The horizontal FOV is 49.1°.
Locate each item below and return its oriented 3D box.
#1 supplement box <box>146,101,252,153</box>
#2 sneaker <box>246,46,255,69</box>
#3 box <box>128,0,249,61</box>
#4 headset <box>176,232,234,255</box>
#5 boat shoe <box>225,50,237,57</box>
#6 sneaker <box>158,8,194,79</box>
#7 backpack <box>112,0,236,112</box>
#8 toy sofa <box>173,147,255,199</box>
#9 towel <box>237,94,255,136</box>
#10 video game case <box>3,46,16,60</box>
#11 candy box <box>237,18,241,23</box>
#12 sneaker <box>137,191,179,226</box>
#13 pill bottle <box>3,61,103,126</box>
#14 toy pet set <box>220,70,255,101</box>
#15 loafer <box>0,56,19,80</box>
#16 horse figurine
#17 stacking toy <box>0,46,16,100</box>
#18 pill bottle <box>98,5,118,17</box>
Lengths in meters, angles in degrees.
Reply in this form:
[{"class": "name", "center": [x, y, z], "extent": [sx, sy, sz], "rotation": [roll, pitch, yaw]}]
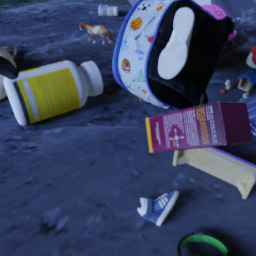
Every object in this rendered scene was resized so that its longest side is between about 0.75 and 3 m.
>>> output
[{"class": "supplement box", "center": [1.126, 0.024, 4.685], "extent": [0.832, 0.646, 1.507], "rotation": [-3, -6, -41]}, {"class": "sneaker", "center": [5.773, -2.835, 10.694], "extent": [2.413, 1.025, 0.929], "rotation": [-9, 43, -10]}, {"class": "box", "center": [1.376, -2.904, 6.929], "extent": [1.869, 2.829, 1.623], "rotation": [-31, 17, 21]}, {"class": "headset", "center": [1.440, 2.672, 4.997], "extent": [1.049, 0.798, 1.699], "rotation": [0, 27, -4]}, {"class": "boat shoe", "center": [3.480, -3.627, 11.739], "extent": [2.283, 0.821, 0.776], "rotation": [21, 47, 22]}, {"class": "sneaker", "center": [0.758, -1.231, 4.217], "extent": [0.385, 1.024, 0.453], "rotation": [22, 16, 9]}, {"class": "backpack", "center": [0.753, -1.418, 5.397], "extent": [1.791, 2.325, 2.214], "rotation": [18, 3, 34]}, {"class": "toy sofa", "center": [2.173, 0.753, 6.830], "extent": [1.988, 0.823, 0.970], "rotation": [25, 48, 25]}, {"class": "towel", "center": [4.144, -0.195, 8.163], "extent": [1.586, 0.261, 2.191], "rotation": [-22, 52, -24]}, {"class": "video game case", "center": [-5.510, -2.684, 11.043], "extent": [1.843, 0.330, 1.671], "rotation": [-5, 42, -5]}, {"class": "candy box", "center": [4.358, -4.549, 12.651], "extent": [1.165, 0.985, 0.449], "rotation": [30, 53, 28]}, {"class": "sneaker", "center": [0.626, 1.620, 6.180], "extent": [0.696, 0.383, 0.950], "rotation": [27, 53, 21]}, {"class": "pill bottle", "center": [-2.183, -1.158, 8.459], "extent": [2.667, 1.494, 1.494], "rotation": [-21, 46, -22]}, {"class": "toy pet set", "center": [3.942, -1.439, 9.433], "extent": [1.178, 0.626, 1.100], "rotation": [33, 51, 30]}, {"class": "loafer", "center": [-2.318, -1.087, 4.654], "extent": [0.345, 1.017, 0.357], "rotation": [-22, 46, 37]}, {"class": "horse figurine", "center": [-1.005, -3.131, 9.296], "extent": [1.185, 0.785, 0.296], "rotation": [13, 57, 15]}, {"class": "stacking toy", "center": [-5.044, -2.200, 9.515], "extent": [2.048, 2.048, 2.803], "rotation": [-20, 35, -21]}, {"class": "pill bottle", "center": [-1.040, -6.181, 14.810], "extent": [0.956, 0.544, 0.544], "rotation": [7, 42, 7]}]
